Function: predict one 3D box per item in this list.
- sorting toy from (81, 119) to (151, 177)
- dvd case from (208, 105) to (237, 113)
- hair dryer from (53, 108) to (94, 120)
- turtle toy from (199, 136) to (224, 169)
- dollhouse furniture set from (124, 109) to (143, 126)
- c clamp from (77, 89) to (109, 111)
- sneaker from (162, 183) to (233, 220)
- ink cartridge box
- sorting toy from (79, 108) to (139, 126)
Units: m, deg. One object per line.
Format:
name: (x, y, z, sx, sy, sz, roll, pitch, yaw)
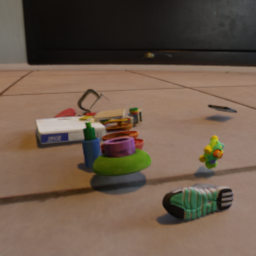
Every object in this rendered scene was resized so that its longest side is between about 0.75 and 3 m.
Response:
sorting toy: (-0.373, 0.336, 7.334, 1.693, 1.157, 2.818, -8, 8, -1)
dvd case: (4.157, -0.831, 12.325, 0.894, 0.147, 1.190, 12, 2, 38)
hair dryer: (-2.318, -0.516, 11.967, 1.714, 0.466, 1.306, -6, 21, -12)
turtle toy: (2.123, 0.672, 7.071, 0.460, 0.910, 0.663, 29, 46, 18)
dollhouse furniture set: (0.131, -0.460, 11.589, 0.803, 0.566, 0.563, 9, 25, 32)
c clamp: (-1.736, -1.257, 13.373, 1.288, 1.100, 0.174, -45, 21, 2)
sneaker: (1.289, 1.421, 5.641, 1.637, 0.609, 0.717, 4, 3, -25)
ink cartridge box: (-2.155, 0.031, 10.141, 2.173, 0.479, 2.213, -5, 13, -20)
sorting toy: (-0.723, -0.382, 10.777, 2.249, 0.380, 1.084, -6, 15, 6)
